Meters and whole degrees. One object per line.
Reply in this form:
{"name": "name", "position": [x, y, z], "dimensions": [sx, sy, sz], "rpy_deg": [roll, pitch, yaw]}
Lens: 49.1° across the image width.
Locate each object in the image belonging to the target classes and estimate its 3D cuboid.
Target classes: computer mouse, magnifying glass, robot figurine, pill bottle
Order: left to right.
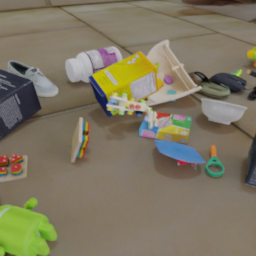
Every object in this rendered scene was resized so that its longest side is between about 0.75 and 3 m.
{"name": "robot figurine", "position": [-2.525, 2.367, 6.443], "dimensions": [1.671, 0.966, 1.466], "rpy_deg": [12, 48, 15]}
{"name": "pill bottle", "position": [-1.677, -3.057, 13.783], "dimensions": [2.593, 1.456, 1.456], "rpy_deg": [-20, 40, -26]}
{"name": "magnifying glass", "position": [2.742, 1.034, 8.930], "dimensions": [0.542, 0.153, 1.362], "rpy_deg": [4, 35, 11]}
{"name": "computer mouse", "position": [5.119, -2.324, 13.094], "dimensions": [2.482, 0.571, 1.743], "rpy_deg": [27, 62, 32]}

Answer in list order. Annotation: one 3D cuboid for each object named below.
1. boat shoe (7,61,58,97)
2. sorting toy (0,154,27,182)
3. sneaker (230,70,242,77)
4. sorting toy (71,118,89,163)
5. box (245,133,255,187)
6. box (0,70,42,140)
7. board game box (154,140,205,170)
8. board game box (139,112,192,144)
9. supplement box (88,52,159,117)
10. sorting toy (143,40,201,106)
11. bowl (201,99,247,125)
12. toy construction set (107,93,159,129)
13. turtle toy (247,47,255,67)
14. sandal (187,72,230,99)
{"name": "boat shoe", "position": [-4.477, -2.311, 12.893], "dimensions": [2.805, 0.999, 0.979], "rpy_deg": [25, 42, 15]}
{"name": "sorting toy", "position": [-3.642, 1.180, 8.659], "dimensions": [0.923, 0.323, 0.929], "rpy_deg": [-8, 39, -11]}
{"name": "sneaker", "position": [5.265, -2.614, 13.974], "dimensions": [0.564, 0.500, 1.350], "rpy_deg": [27, 43, 27]}
{"name": "sorting toy", "position": [-1.532, 0.418, 9.064], "dimensions": [0.370, 1.056, 1.063], "rpy_deg": [11, 42, -18]}
{"name": "box", "position": [4.117, 0.647, 7.964], "dimensions": [1.017, 1.899, 1.410], "rpy_deg": [13, 44, 18]}
{"name": "box", "position": [-5.091, -0.926, 10.498], "dimensions": [2.420, 1.445, 2.461], "rpy_deg": [21, 49, 27]}
{"name": "board game box", "position": [1.552, 0.881, 8.970], "dimensions": [1.463, 0.361, 1.852], "rpy_deg": [12, 14, -7]}
{"name": "board game box", "position": [1.416, -0.057, 10.412], "dimensions": [1.739, 0.351, 1.330], "rpy_deg": [9, 35, 13]}
{"name": "supplement box", "position": [-0.139, -1.714, 10.955], "dimensions": [2.364, 1.287, 1.295], "rpy_deg": [-28, 54, -11]}
{"name": "sorting toy", "position": [1.295, -2.038, 12.226], "dimensions": [2.452, 1.455, 2.723], "rpy_deg": [-25, 72, -15]}
{"name": "bowl", "position": [3.495, -0.574, 10.534], "dimensions": [1.695, 0.762, 1.695], "rpy_deg": [12, 6, -1]}
{"name": "toy construction set", "position": [0.185, -0.687, 9.857], "dimensions": [1.987, 0.915, 1.303], "rpy_deg": [24, -3, -12]}
{"name": "turtle toy", "position": [7.662, -3.928, 15.210], "dimensions": [1.726, 1.197, 2.368], "rpy_deg": [0, 24, 45]}
{"name": "sandal", "position": [3.314, -2.182, 13.051], "dimensions": [2.952, 0.842, 1.172], "rpy_deg": [21, 40, 27]}
